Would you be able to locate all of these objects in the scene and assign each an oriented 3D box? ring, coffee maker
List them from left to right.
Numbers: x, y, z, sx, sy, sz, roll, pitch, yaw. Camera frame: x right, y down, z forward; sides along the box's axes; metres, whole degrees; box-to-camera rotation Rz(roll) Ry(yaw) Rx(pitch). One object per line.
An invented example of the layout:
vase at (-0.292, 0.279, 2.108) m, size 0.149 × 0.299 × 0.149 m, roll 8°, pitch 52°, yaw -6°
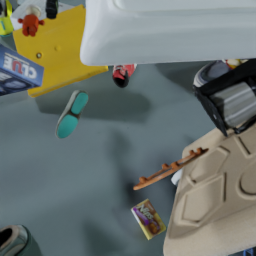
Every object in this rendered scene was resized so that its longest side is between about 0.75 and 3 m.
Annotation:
ring at (0.647, 0.600, 4.352) m, size 1.307 × 1.307 × 0.125 m, roll -26°, pitch 82°, yaw -15°
coffee maker at (1.611, -0.585, 3.967) m, size 1.153 × 0.777 × 1.108 m, roll -29°, pitch 52°, yaw 9°

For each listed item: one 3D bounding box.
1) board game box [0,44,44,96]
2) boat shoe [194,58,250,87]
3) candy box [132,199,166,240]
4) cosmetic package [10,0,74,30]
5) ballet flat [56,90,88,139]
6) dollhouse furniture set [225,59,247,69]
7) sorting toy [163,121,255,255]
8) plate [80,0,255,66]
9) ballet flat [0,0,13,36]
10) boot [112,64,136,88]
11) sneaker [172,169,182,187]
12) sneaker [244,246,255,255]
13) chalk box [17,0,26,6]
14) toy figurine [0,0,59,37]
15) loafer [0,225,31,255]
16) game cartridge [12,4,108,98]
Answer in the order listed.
board game box at (-3.059, -1.242, 4.919) m, size 1.731 × 2.555 × 0.442 m, roll -5°, pitch 73°, yaw 33°
boat shoe at (3.216, -2.124, 8.525) m, size 2.718 × 1.260 × 1.015 m, roll -30°, pitch 62°, yaw -18°
candy box at (0.469, 2.098, 6.457) m, size 0.456 × 0.221 × 0.782 m, roll -25°, pitch 62°, yaw -16°
cosmetic package at (-2.304, -3.387, 9.476) m, size 2.821 × 1.044 × 1.434 m, roll 18°, pitch 60°, yaw 13°
ballet flat at (-1.264, -0.314, 6.226) m, size 0.376 × 0.398 × 1.182 m, roll 27°, pitch 88°, yaw 56°
dollhouse furniture set at (2.335, -0.940, 5.878) m, size 0.531 × 1.306 × 0.703 m, roll 17°, pitch 83°, yaw 55°
sorting toy at (1.678, 0.724, 4.325) m, size 0.468 × 2.375 × 2.566 m, roll 42°, pitch 35°, yaw -13°
plate at (0.805, -1.815, 4.009) m, size 2.913 × 0.472 × 2.920 m, roll -4°, pitch 40°, yaw -3°
ballet flat at (-4.688, -4.368, 10.229) m, size 0.803 × 0.806 × 2.403 m, roll -18°, pitch 59°, yaw -11°
boot at (-0.169, -1.623, 6.127) m, size 0.500 × 1.380 × 0.996 m, roll 0°, pitch 40°, yaw 18°
sneaker at (2.499, 1.171, 6.687) m, size 2.642 × 0.934 × 1.310 m, roll -25°, pitch 63°, yaw -9°
sneaker at (2.728, 2.575, 6.037) m, size 0.371 × 0.412 × 1.057 m, roll 3°, pitch 57°, yaw 1°
chalk box at (-3.505, -5.056, 10.608) m, size 1.478 × 0.922 × 0.916 m, roll -18°, pitch 60°, yaw -13°
toy figurine at (-2.506, -3.179, 6.880) m, size 1.476 × 1.453 × 1.027 m, roll -23°, pitch 55°, yaw 36°
loafer at (-3.290, 2.777, 5.670) m, size 2.571 × 0.809 × 0.924 m, roll -32°, pitch 63°, yaw -19°
game cartridge at (-2.054, -2.306, 8.389) m, size 2.464 × 0.400 × 2.172 m, roll -18°, pitch 81°, yaw 5°
